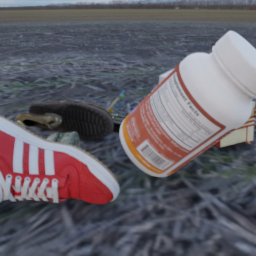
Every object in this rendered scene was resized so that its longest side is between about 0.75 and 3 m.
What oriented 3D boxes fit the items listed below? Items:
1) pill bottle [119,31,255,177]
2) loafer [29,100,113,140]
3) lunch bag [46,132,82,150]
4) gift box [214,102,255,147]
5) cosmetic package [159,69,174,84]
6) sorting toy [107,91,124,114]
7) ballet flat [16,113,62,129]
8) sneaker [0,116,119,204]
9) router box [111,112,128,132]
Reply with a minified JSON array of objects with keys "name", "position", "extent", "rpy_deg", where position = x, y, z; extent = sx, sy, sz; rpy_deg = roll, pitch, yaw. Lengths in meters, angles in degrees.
[{"name":"pill bottle","position":[1.173,-0.346,5.114],"extent":[1.514,2.700,1.514],"rpy_deg":[27,40,-25]},{"name":"loafer","position":[-1.484,-0.390,7.694],"extent":[2.646,0.966,0.939],"rpy_deg":[12,24,24]},{"name":"lunch bag","position":[-1.528,0.558,6.045],"extent":[0.830,0.690,0.990],"rpy_deg":[-5,29,8]},{"name":"gift box","position":[2.552,-0.134,7.059],"extent":[1.146,1.133,1.228],"rpy_deg":[-12,24,-17]},{"name":"cosmetic package","position":[1.763,-1.293,7.923],"extent":[1.442,0.373,1.087],"rpy_deg":[22,38,30]},{"name":"sorting toy","position":[-0.470,-0.611,8.378],"extent":[0.165,1.210,0.681],"rpy_deg":[41,-2,-6]},{"name":"ballet flat","position":[-2.103,-0.125,6.464],"extent":[1.408,0.326,0.474],"rpy_deg":[1,-19,30]},{"name":"sneaker","position":[-1.747,0.915,4.597],"extent":[2.978,1.061,1.675],"rpy_deg":[21,43,12]},{"name":"router box","position":[-0.196,-0.142,8.020],"extent":[1.017,0.260,0.758],"rpy_deg":[12,28,23]}]
